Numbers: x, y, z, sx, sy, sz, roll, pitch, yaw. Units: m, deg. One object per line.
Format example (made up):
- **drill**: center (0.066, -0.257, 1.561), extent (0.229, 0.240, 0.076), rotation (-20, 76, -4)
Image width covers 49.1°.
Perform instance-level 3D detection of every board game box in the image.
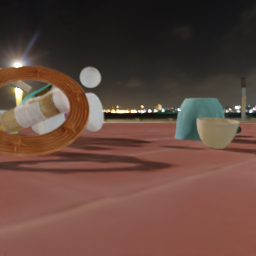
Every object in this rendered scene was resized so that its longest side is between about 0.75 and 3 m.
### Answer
- **board game box**: center (-6.309, -0.264, 14.063), extent (0.401, 1.204, 1.790), rotation (1, 3, 17)

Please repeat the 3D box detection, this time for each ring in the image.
- **ring**: center (-2.258, -0.559, 6.401), extent (2.780, 2.780, 0.267), rotation (-1, -39, -15)

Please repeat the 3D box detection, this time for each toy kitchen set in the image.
- **toy kitchen set**: center (-3.854, -1.244, 8.741), extent (1.165, 0.933, 0.686), rotation (33, 1, 19)

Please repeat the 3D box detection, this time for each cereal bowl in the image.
- **cereal bowl**: center (-1.484, -1.993, 11.128), extent (0.809, 0.809, 0.337), rotation (0, 7, 3)

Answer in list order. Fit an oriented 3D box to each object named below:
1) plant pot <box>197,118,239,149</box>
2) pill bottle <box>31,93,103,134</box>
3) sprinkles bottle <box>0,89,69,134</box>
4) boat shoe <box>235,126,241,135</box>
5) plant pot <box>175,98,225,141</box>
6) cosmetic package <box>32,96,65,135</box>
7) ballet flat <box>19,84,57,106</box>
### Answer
- **plant pot**: center (2.457, 0.159, 7.815), extent (1.119, 0.751, 1.119), rotation (3, 10, 0)
- **pill bottle**: center (-2.722, -0.493, 12.242), extent (2.958, 1.660, 1.660), rotation (-7, 0, 20)
- **sprinkles bottle**: center (-2.517, -0.457, 7.714), extent (1.963, 0.670, 0.670), rotation (-20, -2, 11)
- **boat shoe**: center (4.369, 0.024, 12.896), extent (1.924, 0.728, 0.580), rotation (-2, -4, -27)
- **plant pot**: center (2.892, -0.361, 11.216), extent (2.011, 1.614, 2.011), rotation (-1, 2, 0)
- **cosmetic package**: center (-2.677, -0.338, 9.621), extent (0.842, 1.492, 0.606), rotation (-11, 2, -41)
- **ballet flat**: center (-3.468, -1.150, 11.276), extent (2.658, 0.895, 0.935), rotation (-37, 15, -3)
